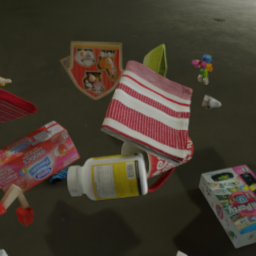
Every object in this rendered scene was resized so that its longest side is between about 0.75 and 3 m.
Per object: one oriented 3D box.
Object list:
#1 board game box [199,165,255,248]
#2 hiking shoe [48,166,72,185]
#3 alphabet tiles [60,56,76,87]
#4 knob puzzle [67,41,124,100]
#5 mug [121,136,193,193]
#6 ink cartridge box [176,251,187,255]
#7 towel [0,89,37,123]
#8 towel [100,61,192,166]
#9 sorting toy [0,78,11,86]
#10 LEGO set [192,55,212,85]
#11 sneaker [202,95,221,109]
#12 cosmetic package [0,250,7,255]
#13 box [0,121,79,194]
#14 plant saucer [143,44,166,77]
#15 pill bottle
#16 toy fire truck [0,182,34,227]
[{"bbox_3d":[3.810,2.508,9.410,1.858,0.810,2.519,-10,39,-12],"label":"board game box"},{"bbox_3d":[-2.480,1.833,10.683,1.092,0.406,0.473,-21,49,-11],"label":"hiking shoe"},{"bbox_3d":[-1.710,-2.777,12.317,2.059,1.721,0.078,-26,55,-1],"label":"alphabet tiles"},{"bbox_3d":[-1.253,-2.215,10.971,2.478,2.478,0.344,-3,9,-5],"label":"knob puzzle"},{"bbox_3d":[0.870,0.894,8.477,1.907,1.693,1.272,-13,47,-37],"label":"mug"},{"bbox_3d":[1.957,4.217,7.525,1.744,0.366,1.040,17,41,26],"label":"ink cartridge box"},{"bbox_3d":[-3.895,-0.662,8.200,2.225,1.609,0.250,-10,61,40],"label":"towel"},{"bbox_3d":[0.643,-0.560,7.339,2.122,0.335,2.946,24,44,-6],"label":"towel"},{"bbox_3d":[-5.186,-1.686,10.496,1.200,0.236,1.296,-16,21,-39],"label":"sorting toy"},{"bbox_3d":[2.634,-2.227,10.133,0.641,1.561,0.595,25,83,24],"label":"LEGO set"},{"bbox_3d":[2.728,-0.811,9.319,0.972,0.398,0.363,13,25,-45],"label":"sneaker"},{"bbox_3d":[-3.500,4.412,6.415,1.185,1.404,2.628,-5,39,-8],"label":"cosmetic package"},{"bbox_3d":[-2.776,0.883,8.242,2.287,1.092,1.140,-32,29,-21],"label":"box"},{"bbox_3d":[0.806,-1.410,10.314,0.628,2.625,2.621,12,-4,11],"label":"plant saucer"},{"bbox_3d":[-0.473,1.168,6.601,1.758,0.985,0.985,-7,37,4],"label":"pill bottle"},{"bbox_3d":[-2.571,1.514,5.810,0.356,1.462,1.031,16,26,40],"label":"toy fire truck"}]
